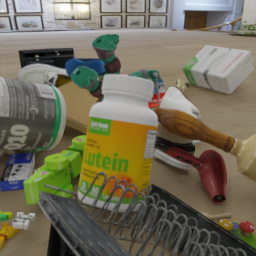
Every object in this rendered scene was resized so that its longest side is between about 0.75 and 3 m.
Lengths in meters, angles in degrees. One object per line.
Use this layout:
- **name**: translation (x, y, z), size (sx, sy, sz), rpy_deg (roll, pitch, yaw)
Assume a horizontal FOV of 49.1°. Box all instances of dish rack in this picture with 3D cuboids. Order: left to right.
- **dish rack**: translation (0.322, 1.225, 3.331), size (2.033, 0.723, 2.650), rpy_deg (25, -4, 44)

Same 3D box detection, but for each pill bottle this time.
- **pill bottle**: translation (-2.840, -0.305, 5.826), size (2.727, 1.542, 1.542), rpy_deg (4, 16, -41)
- **pill bottle**: translation (-0.141, 0.229, 4.925), size (1.206, 2.172, 1.206), rpy_deg (8, 1, 0)

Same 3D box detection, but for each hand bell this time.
- **hand bell**: translation (1.730, 0.263, 5.105), size (2.752, 1.433, 1.433), rpy_deg (25, 29, 8)

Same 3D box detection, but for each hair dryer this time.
- **hair dryer**: translation (1.299, 0.723, 5.783), size (1.543, 0.550, 2.026), rpy_deg (-11, 45, -34)

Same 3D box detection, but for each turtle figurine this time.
- **turtle figurine**: translation (-0.144, -0.781, 7.083), size (1.479, 2.937, 2.199), rpy_deg (-2, 61, 28)

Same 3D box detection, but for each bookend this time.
- **bookend**: translation (-3.793, -3.061, 13.844), size (2.822, 1.308, 2.840), rpy_deg (-9, 26, -19)

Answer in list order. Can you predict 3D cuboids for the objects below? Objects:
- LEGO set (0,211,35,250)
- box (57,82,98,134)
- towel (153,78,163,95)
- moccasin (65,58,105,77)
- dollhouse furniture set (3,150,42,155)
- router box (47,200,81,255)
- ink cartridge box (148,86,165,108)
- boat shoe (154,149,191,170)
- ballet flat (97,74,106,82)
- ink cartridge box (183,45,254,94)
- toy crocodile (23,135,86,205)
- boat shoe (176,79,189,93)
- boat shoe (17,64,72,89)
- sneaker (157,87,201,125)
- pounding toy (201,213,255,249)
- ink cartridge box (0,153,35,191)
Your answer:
- **LEGO set**: translation (-2.083, 1.594, 4.363), size (1.144, 0.437, 0.470), rpy_deg (6, 27, -2)
- **box**: translation (-1.059, -0.535, 8.330), size (2.661, 0.283, 2.176), rpy_deg (24, 31, 11)
- **towel**: translation (0.660, -1.562, 10.777), size (0.933, 0.406, 1.672), rpy_deg (27, 45, 16)
- **moccasin**: translation (-1.548, -2.336, 11.242), size (2.352, 0.946, 0.802), rpy_deg (14, 23, 37)
- **dollhouse furniture set**: translation (-2.860, 0.161, 7.201), size (1.445, 0.725, 0.946), rpy_deg (18, 30, 34)
- **router box**: translation (-0.683, 1.716, 3.240), size (0.366, 1.069, 1.433), rpy_deg (-5, 25, -8)
- **ink cartridge box**: translation (0.658, -1.428, 11.105), size (1.801, 0.532, 2.250), rpy_deg (-14, 27, -29)
- **boat shoe**: translation (1.037, 0.646, 6.457), size (0.360, 0.354, 1.015), rpy_deg (12, 9, -43)
- **ballet flat**: translation (-1.045, -2.450, 13.351), size (0.864, 0.864, 2.328), rpy_deg (6, 22, 13)
- **ink cartridge box**: translation (3.930, -2.613, 12.307), size (1.752, 1.011, 2.398), rpy_deg (-44, 39, -12)
- **toy crocodile**: translation (-1.259, 0.764, 5.758), size (0.730, 0.798, 2.365), rpy_deg (4, 23, 25)
- **boat shoe**: translation (2.224, -1.678, 11.307), size (0.495, 0.466, 1.301), rpy_deg (-9, 26, 16)
- **boat shoe**: translation (-3.250, -1.995, 11.898), size (2.848, 1.052, 1.214), rpy_deg (5, 23, -13)
- **sneaker**: translation (1.569, -0.479, 8.350), size (1.258, 1.069, 2.842), rpy_deg (18, 19, 6)
- **pounding toy**: translation (1.602, 1.555, 4.385), size (0.739, 0.444, 0.957), rpy_deg (-6, 25, -14)
- **ink cartridge box**: translation (-2.373, 0.917, 6.081), size (0.531, 0.250, 1.130), rpy_deg (-4, 24, -10)
